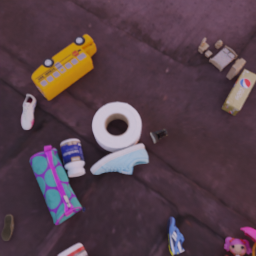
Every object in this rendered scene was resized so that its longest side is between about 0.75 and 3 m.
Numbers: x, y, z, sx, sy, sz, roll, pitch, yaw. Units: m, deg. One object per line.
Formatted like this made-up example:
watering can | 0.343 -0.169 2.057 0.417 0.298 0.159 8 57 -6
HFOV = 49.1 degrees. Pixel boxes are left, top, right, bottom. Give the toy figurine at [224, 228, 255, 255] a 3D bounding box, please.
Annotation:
toy figurine | 3.505 4.068 8.396 2.255 1.693 2.075 -4 53 24

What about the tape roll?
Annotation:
tape roll | -0.394 -0.025 10.084 1.754 0.613 1.754 0 70 1

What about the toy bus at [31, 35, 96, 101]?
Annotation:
toy bus | -2.336 -2.350 10.770 2.761 0.898 1.081 -40 75 -13

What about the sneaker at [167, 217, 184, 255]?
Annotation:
sneaker | 1.509 3.431 8.948 0.469 0.422 1.141 -4 78 -3

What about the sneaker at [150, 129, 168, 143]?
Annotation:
sneaker | 1.086 0.236 9.730 0.536 1.009 0.377 -22 94 11

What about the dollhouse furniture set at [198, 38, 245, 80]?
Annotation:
dollhouse furniture set | 3.765 -2.929 11.043 0.934 0.797 1.801 -39 74 -13

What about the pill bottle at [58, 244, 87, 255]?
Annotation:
pill bottle | -1.417 4.552 8.118 1.162 1.162 2.005 -30 72 -10

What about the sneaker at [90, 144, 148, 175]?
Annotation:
sneaker | -0.244 1.265 9.548 2.034 0.752 0.834 -23 71 -6

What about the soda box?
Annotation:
soda box | 4.216 -1.339 10.597 0.577 0.545 1.703 31 72 10

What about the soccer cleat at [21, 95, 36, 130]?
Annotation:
soccer cleat | -3.726 -0.605 10.315 0.463 0.573 1.326 2 71 1

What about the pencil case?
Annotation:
pencil case | -2.353 1.846 9.121 1.004 1.091 2.360 -16 67 -35

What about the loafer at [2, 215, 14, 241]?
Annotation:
loafer | -3.865 3.224 9.090 0.320 0.284 0.841 10 86 1

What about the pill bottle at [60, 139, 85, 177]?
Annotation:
pill bottle | -1.893 1.047 9.652 0.693 0.693 1.198 -15 71 -5
